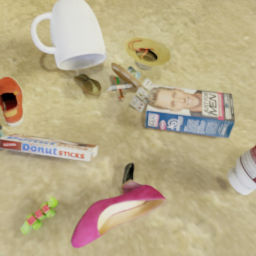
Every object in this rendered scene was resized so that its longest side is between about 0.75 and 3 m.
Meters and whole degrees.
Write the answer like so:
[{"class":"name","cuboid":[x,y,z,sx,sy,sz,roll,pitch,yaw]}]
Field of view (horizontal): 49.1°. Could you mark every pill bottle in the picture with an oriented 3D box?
[{"class":"pill bottle","cuboid":[3.797,1.016,7.806,1.116,1.975,1.116,25,38,-21]}]

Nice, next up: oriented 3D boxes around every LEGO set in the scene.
[{"class":"LEGO set","cuboid":[0.054,-1.605,10.865,1.831,0.449,1.368,36,67,-10]}]

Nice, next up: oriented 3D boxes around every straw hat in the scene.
[{"class":"straw hat","cuboid":[0.678,-2.699,10.915,1.894,0.802,1.894,7,50,-8]}]

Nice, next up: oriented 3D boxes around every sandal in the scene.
[{"class":"sandal","cuboid":[-1.624,-1.671,11.236,0.703,0.473,1.751,-24,41,-27]}]

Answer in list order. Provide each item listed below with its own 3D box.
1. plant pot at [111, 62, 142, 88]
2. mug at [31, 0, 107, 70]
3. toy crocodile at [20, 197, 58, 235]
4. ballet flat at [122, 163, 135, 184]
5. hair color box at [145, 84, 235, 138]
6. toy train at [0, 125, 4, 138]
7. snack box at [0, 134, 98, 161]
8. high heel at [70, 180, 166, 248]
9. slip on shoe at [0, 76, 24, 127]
[{"class":"plant pot","cuboid":[-0.105,-2.002,10.912,1.509,1.509,0.207,36,88,24]},{"class":"mug","cuboid":[-2.404,-3.718,11.061,2.737,2.021,2.400,-12,88,-27]},{"class":"toy crocodile","cuboid":[-2.519,2.489,7.954,1.277,0.394,0.431,-40,64,-10]},{"class":"ballet flat","cuboid":[0.033,1.564,8.753,0.356,0.304,1.071,18,49,-21]},{"class":"hair color box","cuboid":[2.166,-0.625,9.997,2.953,0.894,1.477,7,47,7]},{"class":"toy train","cuboid":[-4.965,0.652,8.676,1.413,1.057,2.479,38,50,-25]},{"class":"snack box","cuboid":[-2.522,0.612,9.054,2.921,0.355,1.050,8,9,5]},{"class":"high heel","cuboid":[-0.192,2.341,7.287,1.262,0.886,2.631,17,31,38]},{"class":"slip on shoe","cuboid":[-4.503,-1.187,10.630,0.936,0.773,2.528,-18,53,-11]}]
